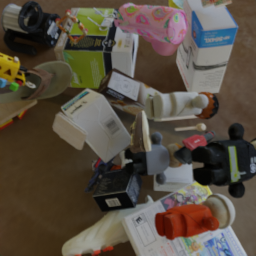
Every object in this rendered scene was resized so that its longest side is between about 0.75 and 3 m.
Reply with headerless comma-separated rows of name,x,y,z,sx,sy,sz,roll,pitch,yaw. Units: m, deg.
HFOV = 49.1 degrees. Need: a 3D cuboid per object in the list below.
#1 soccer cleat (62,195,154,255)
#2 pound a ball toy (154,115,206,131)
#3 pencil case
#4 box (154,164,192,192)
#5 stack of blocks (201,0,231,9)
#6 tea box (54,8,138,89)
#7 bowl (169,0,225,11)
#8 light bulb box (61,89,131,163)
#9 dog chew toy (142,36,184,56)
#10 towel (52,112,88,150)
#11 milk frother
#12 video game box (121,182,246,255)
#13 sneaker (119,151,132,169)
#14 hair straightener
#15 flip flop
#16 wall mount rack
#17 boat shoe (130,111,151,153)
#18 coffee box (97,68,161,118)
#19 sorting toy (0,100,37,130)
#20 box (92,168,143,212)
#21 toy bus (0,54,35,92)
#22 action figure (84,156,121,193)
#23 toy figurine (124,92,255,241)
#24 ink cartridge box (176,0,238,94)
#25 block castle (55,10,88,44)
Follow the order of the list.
soccer cleat,-0.406,2.462,6.964,2.571,0.891,0.997,-13,64,-19
pound a ball toy,1.489,-0.349,7.616,1.526,0.648,0.995,-5,91,-21
pencil case,0.584,-2.869,7.650,0.921,0.921,2.106,-39,46,-26
box,1.267,1.246,8.025,1.015,0.667,1.021,4,53,3
stack of blocks,2.615,-3.849,8.362,0.824,0.241,0.475,-10,94,24
tea box,-1.028,-3.002,10.528,2.631,1.787,2.675,5,53,5
bowl,2.852,-5.169,12.435,2.438,1.312,2.438,5,57,-7
light bulb box,-0.929,-0.121,7.936,1.017,1.615,1.630,-37,25,-10
dog chew toy,0.936,-3.197,9.142,1.798,1.120,1.120,37,58,-3
towel,-1.421,0.084,6.768,0.926,0.614,0.160,35,42,7
milk frother,-4.168,-4.361,11.293,2.150,2.285,2.062,17,56,13
video game box,1.360,2.751,6.494,2.266,0.582,2.487,-22,74,-15
sneaker,-0.049,0.932,7.782,0.468,0.352,0.940,-12,30,-28
hair straightener,1.752,0.514,7.477,0.477,0.898,2.334,40,28,15
flip flop,-2.974,-1.369,8.545,2.742,1.112,0.789,-16,13,-26
wall mount rack,-0.886,-3.820,9.749,0.865,0.371,0.995,10,55,15
boat shoe,0.260,0.073,6.706,0.437,0.527,1.467,-14,34,9
coffee box,0.029,-1.024,8.879,1.814,1.037,0.723,25,66,-21
sorting toy,-4.231,-0.799,9.644,1.639,0.574,1.649,-37,61,-25
box,-0.238,1.524,7.020,0.956,0.592,0.940,-14,28,23
toy bus,-3.086,-1.558,7.363,1.137,0.623,1.205,35,22,7
action figure,-0.539,1.406,8.003,1.437,0.777,1.485,28,71,28
toy figurine,1.405,0.677,5.984,1.913,2.750,2.707,-4,40,-29
ink cartridge box,2.584,-2.814,9.783,1.186,2.814,2.054,-8,53,-3
block castle,-1.783,-3.201,8.888,0.625,0.935,0.439,-33,37,20
